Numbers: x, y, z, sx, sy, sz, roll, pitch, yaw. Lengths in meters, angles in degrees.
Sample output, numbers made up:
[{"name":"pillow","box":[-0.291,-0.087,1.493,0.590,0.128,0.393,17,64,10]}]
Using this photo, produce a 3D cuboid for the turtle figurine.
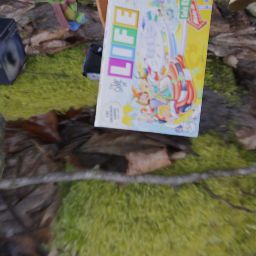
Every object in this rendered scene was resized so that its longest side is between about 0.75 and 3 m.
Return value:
[{"name":"turtle figurine","box":[-1.609,-3.443,7.049,1.504,1.551,1.116,22,27,-27]}]

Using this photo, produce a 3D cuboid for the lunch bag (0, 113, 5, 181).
[{"name":"lunch bag","box":[-2.947,0.873,4.698,1.476,2.119,1.777,11,38,-24]}]

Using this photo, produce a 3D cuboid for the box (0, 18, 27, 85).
[{"name":"box","box":[-4.448,-2.676,9.746,1.032,1.661,1.675,5,49,5]}]

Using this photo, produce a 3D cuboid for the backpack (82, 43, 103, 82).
[{"name":"backpack","box":[-0.668,-1.656,7.550,0.926,0.749,0.972,12,76,9]}]

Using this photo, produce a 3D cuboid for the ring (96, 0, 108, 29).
[{"name":"ring","box":[-0.093,-3.180,7.721,0.239,2.493,2.493,-8,43,30]}]

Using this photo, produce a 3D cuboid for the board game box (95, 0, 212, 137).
[{"name":"board game box","box":[0.411,-1.128,4.444,1.618,0.412,2.406,6,90,-13]}]

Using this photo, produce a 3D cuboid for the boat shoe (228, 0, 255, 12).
[{"name":"boat shoe","box":[3.209,-3.493,7.165,1.370,0.502,0.430,-7,60,52]}]
